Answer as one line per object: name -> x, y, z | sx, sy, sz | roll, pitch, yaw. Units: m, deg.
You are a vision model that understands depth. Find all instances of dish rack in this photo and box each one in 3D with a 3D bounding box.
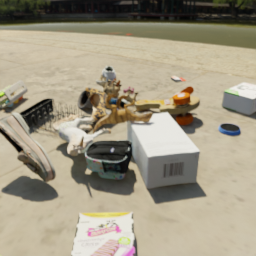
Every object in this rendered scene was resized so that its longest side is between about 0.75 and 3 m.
dish rack -> -2.739, -0.429, 11.318 | 2.641, 0.720, 2.026 | 9, 29, 17

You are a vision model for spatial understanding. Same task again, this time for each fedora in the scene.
fedora -> -1.849, -1.280, 13.022 | 0.517, 1.012, 1.145 | 22, -19, -33

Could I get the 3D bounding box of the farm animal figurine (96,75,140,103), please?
farm animal figurine -> -0.554, -1.721, 13.617 | 1.743, 0.919, 1.763 | 7, 26, -46

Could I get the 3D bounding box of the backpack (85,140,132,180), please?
backpack -> -0.584, 0.893, 8.316 | 1.317, 0.992, 1.169 | 5, 31, 9

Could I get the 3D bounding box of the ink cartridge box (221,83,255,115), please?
ink cartridge box -> 5.556, -1.414, 13.137 | 1.954, 0.821, 1.421 | -23, 35, -39

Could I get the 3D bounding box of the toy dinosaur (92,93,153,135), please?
toy dinosaur -> -0.454, -0.418, 9.446 | 2.529, 1.343, 0.764 | -11, -13, 29

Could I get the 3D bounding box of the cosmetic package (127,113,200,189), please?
cosmetic package -> 0.952, 0.566, 8.876 | 1.567, 1.127, 2.778 | -4, 26, -9

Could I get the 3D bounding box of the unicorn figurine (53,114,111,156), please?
unicorn figurine -> -1.532, 0.310, 9.338 | 2.844, 1.050, 1.954 | 13, 20, 43

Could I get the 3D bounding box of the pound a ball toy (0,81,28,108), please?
pound a ball toy -> -5.795, -1.559, 13.702 | 1.277, 0.832, 1.959 | -20, 21, 18

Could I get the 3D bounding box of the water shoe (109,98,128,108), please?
water shoe -> -0.650, -1.079, 13.052 | 1.346, 0.481, 0.531 | 13, 57, 21

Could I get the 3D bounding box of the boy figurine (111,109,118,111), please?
boy figurine -> -0.297, -0.638, 12.173 | 0.973, 0.313, 0.605 | 24, 34, 38

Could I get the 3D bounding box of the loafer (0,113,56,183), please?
loafer -> -2.929, 0.625, 7.843 | 0.740, 0.846, 2.354 | -24, 69, -41

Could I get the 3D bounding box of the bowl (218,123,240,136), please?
bowl -> 3.968, 0.048, 10.961 | 0.835, 0.164, 0.835 | 0, 27, 0

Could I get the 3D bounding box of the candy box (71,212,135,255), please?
candy box -> -0.474, 2.517, 5.572 | 1.240, 0.555, 1.818 | -1, 26, -1

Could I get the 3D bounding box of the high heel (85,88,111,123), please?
high heel -> -1.454, -1.004, 11.508 | 2.085, 0.744, 1.486 | 44, 32, 21

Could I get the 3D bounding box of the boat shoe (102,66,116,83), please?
boat shoe -> -1.119, -3.443, 17.261 | 0.847, 0.769, 2.303 | -6, 27, -12

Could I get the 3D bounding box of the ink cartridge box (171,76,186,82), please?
ink cartridge box -> 3.060, -2.987, 17.015 | 0.761, 0.191, 0.617 | -11, 29, -16

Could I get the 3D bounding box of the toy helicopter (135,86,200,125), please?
toy helicopter -> 1.693, -1.116, 12.341 | 2.972, 1.172, 1.965 | 3, 30, 32
